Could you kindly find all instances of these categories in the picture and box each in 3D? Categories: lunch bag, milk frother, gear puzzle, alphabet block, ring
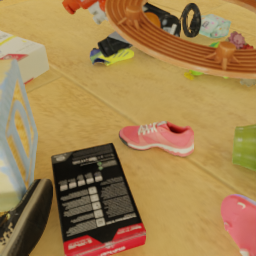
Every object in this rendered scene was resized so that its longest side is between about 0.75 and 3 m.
[{"bbox_3d":[3.443,-4.213,11.717,1.260,0.768,1.073,-25,48,-27],"label":"lunch bag"},{"bbox_3d":[1.238,-4.302,11.228,2.618,2.363,2.462,8,29,-47],"label":"milk frother"},{"bbox_3d":[3.883,-1.993,8.914,2.300,0.301,1.191,45,78,-2],"label":"gear puzzle"},{"bbox_3d":[-3.440,0.233,5.801,2.484,2.427,2.440,-5,41,-7],"label":"alphabet block"},{"bbox_3d":[0.818,-1.152,2.766,2.092,0.201,2.092,4,45,-4],"label":"ring"}]

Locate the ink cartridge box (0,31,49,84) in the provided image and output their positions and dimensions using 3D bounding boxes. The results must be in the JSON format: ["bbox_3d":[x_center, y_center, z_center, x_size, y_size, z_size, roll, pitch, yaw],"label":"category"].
[{"bbox_3d":[-4.207,-2.388,9.629,2.305,0.961,1.673,22,47,22],"label":"ink cartridge box"}]

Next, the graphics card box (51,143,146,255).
[{"bbox_3d":[-0.709,1.434,5.805,1.495,0.606,2.383,-13,46,-13],"label":"graphics card box"}]

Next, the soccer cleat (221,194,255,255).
[{"bbox_3d":[2.938,2.208,4.901,1.095,0.955,2.864,-5,33,-43],"label":"soccer cleat"}]

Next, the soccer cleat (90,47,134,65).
[{"bbox_3d":[-0.585,-2.582,10.303,1.635,0.528,0.684,-3,74,-10],"label":"soccer cleat"}]

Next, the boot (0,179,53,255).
[{"bbox_3d":[-2.693,1.888,5.116,1.960,0.952,2.602,10,50,10],"label":"boot"}]

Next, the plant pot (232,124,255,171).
[{"bbox_3d":[3.135,0.453,6.453,1.341,1.392,1.392,6,42,23],"label":"plant pot"}]

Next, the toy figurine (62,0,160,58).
[{"bbox_3d":[-0.384,-3.225,6.548,1.765,2.497,2.536,-26,52,14],"label":"toy figurine"}]

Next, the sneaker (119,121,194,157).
[{"bbox_3d":[0.725,0.099,7.063,1.943,0.843,0.716,8,43,9],"label":"sneaker"}]

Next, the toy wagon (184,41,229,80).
[{"bbox_3d":[2.980,-2.317,9.683,2.285,0.452,1.773,-25,42,-13],"label":"toy wagon"}]
